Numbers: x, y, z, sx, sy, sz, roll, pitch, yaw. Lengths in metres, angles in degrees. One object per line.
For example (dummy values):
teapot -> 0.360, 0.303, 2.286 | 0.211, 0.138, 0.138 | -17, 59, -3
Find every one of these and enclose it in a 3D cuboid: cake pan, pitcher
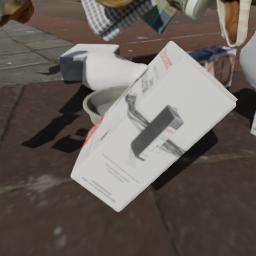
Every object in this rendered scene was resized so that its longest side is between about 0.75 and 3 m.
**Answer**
cake pan -> 0.085, -0.574, 8.239 | 2.765, 0.507, 2.765 | 0, 28, 0
pitcher -> -0.491, -2.053, 10.260 | 2.315, 1.403, 1.986 | 4, 22, -13

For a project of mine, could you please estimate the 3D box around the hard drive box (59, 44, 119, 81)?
hard drive box -> -1.526, -2.861, 12.030 | 2.009, 0.990, 2.577 | 4, 28, 7

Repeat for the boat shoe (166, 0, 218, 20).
boat shoe -> 1.691, -3.136, 6.312 | 0.783, 0.936, 2.620 | 33, 43, 15

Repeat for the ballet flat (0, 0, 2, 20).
ballet flat -> -2.898, -2.056, 5.447 | 0.899, 2.587, 0.899 | 0, -14, 0

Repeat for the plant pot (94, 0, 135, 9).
plant pot -> -0.285, -3.379, 6.289 | 1.383, 1.383, 0.190 | -4, 35, -7

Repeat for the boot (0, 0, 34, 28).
boot -> -3.260, -3.195, 7.913 | 0.532, 1.387, 1.077 | 35, -1, -1

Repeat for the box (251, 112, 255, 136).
box -> 3.481, -0.178, 7.090 | 0.267, 0.889, 0.519 | -12, 29, -21

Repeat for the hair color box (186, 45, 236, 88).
hair color box -> 2.579, -1.945, 9.824 | 2.878, 1.439, 0.871 | -23, 35, -36

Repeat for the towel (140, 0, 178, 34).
towel -> 0.622, -4.288, 8.476 | 2.387, 1.750, 0.259 | 44, 32, 9

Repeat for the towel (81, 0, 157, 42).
towel -> -0.436, -3.901, 7.888 | 0.983, 1.901, 2.296 | 13, 52, -54

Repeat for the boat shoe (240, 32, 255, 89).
boat shoe -> 2.557, -1.585, 4.360 | 0.995, 2.936, 1.053 | -39, 61, -6

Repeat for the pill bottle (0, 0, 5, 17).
pill bottle -> -3.429, -2.802, 6.014 | 1.372, 0.771, 0.771 | -5, 25, -38

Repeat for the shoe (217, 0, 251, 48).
shoe -> 2.074, -2.447, 5.469 | 0.615, 1.760, 0.470 | 5, 25, 37

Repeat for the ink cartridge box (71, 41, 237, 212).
ink cartridge box -> 0.229, -0.089, 3.295 | 0.722, 1.725, 1.245 | 40, 19, -13
